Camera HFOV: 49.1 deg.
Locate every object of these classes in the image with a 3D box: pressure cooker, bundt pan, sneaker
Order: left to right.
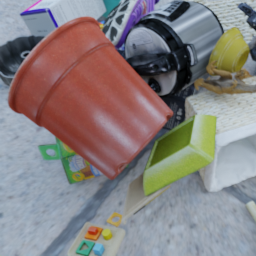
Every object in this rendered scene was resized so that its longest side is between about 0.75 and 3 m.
[{"bbox_3d":[-3.389,-2.176,9.699,2.385,0.895,2.385,0,51,0],"label":"bundt pan"},{"bbox_3d":[0.259,-3.207,7.958,1.142,1.181,2.832,-12,44,51],"label":"sneaker"},{"bbox_3d":[1.018,-1.852,6.916,2.270,1.996,2.027,-34,72,-26],"label":"pressure cooker"}]

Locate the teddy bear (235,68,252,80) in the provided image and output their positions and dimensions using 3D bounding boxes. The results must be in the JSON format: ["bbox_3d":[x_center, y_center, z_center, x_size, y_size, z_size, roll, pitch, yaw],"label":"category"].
[{"bbox_3d":[4.398,-1.459,8.637,2.705,0.903,1.961,-34,65,-4],"label":"teddy bear"}]

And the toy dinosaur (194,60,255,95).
[{"bbox_3d":[2.093,-0.989,6.417,1.248,0.710,2.351,18,6,-28],"label":"toy dinosaur"}]

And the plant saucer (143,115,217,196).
[{"bbox_3d":[0.928,0.397,5.397,0.373,1.556,1.554,47,34,-12],"label":"plant saucer"}]

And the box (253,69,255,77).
[{"bbox_3d":[5.420,-2.039,9.835,1.688,0.492,2.466,22,55,18],"label":"box"}]

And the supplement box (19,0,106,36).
[{"bbox_3d":[-2.398,-4.518,10.913,1.508,1.540,2.980,9,51,33],"label":"supplement box"}]

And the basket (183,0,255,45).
[{"bbox_3d":[2.930,-3.302,8.688,2.211,1.794,2.231,2,11,26],"label":"basket"}]

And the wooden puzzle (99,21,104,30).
[{"bbox_3d":[-1.074,-3.760,11.053,1.565,0.362,1.450,-34,49,-17],"label":"wooden puzzle"}]

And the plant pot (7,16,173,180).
[{"bbox_3d":[-0.581,-0.429,5.747,2.449,2.519,2.519,42,60,3],"label":"plant pot"}]

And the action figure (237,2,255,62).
[{"bbox_3d":[2.839,-1.854,6.016,1.760,0.920,1.702,43,17,1],"label":"action figure"}]

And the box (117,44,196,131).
[{"bbox_3d":[0.718,-1.312,8.673,2.668,1.428,1.980,16,53,11],"label":"box"}]

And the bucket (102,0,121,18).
[{"bbox_3d":[-0.519,-5.851,11.907,2.223,2.223,1.447,15,56,11],"label":"bucket"}]

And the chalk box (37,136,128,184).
[{"bbox_3d":[-1.197,0.481,7.324,2.139,1.331,1.324,-16,53,-11],"label":"chalk box"}]

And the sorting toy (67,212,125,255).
[{"bbox_3d":[-0.644,2.299,5.696,0.954,0.231,1.694,4,33,24],"label":"sorting toy"}]

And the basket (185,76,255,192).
[{"bbox_3d":[2.621,0.166,7.035,2.118,2.099,1.704,-19,49,-7],"label":"basket"}]

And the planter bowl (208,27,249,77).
[{"bbox_3d":[2.385,-1.622,6.361,1.187,1.187,0.495,-36,54,-25],"label":"planter bowl"}]

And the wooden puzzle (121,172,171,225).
[{"bbox_3d":[0.447,1.187,5.796,0.276,1.481,1.370,41,18,-7],"label":"wooden puzzle"}]

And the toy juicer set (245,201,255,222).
[{"bbox_3d":[3.751,1.690,6.711,2.328,0.633,1.481,-36,61,-20],"label":"toy juicer set"}]
